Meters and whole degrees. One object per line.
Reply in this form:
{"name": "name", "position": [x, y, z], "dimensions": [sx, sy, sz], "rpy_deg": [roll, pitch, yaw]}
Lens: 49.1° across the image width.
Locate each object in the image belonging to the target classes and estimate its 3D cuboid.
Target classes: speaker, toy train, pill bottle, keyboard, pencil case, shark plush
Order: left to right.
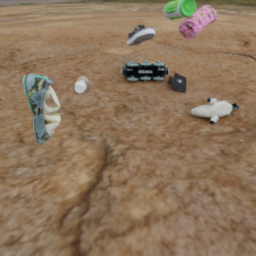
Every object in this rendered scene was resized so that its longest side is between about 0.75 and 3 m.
{"name": "pill bottle", "position": [-2.268, -2.067, 13.575], "dimensions": [0.556, 0.556, 0.955], "rpy_deg": [1, 31, 2]}
{"name": "toy train", "position": [0.872, -3.074, 14.898], "dimensions": [2.532, 1.079, 1.443], "rpy_deg": [-1, 21, -2]}
{"name": "keyboard", "position": [2.455, -2.287, 14.309], "dimensions": [1.030, 0.392, 1.979], "rpy_deg": [26, 31, -2]}
{"name": "speaker", "position": [1.977, -4.621, 10.925], "dimensions": [0.748, 0.748, 1.691], "rpy_deg": [-8, 19, -14]}
{"name": "pencil case", "position": [2.755, -4.149, 10.989], "dimensions": [0.791, 0.827, 1.911], "rpy_deg": [47, 56, 1]}
{"name": "shark plush", "position": [3.632, -0.863, 11.404], "dimensions": [2.197, 0.998, 0.915], "rpy_deg": [-22, 6, -25]}

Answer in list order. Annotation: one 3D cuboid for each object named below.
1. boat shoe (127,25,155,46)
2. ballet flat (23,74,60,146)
{"name": "boat shoe", "position": [0.443, -3.575, 10.575], "dimensions": [0.651, 0.617, 1.861], "rpy_deg": [-4, 5, -18]}
{"name": "ballet flat", "position": [-1.946, -0.335, 6.613], "dimensions": [0.748, 2.015, 0.748], "rpy_deg": [2, 45, -2]}
